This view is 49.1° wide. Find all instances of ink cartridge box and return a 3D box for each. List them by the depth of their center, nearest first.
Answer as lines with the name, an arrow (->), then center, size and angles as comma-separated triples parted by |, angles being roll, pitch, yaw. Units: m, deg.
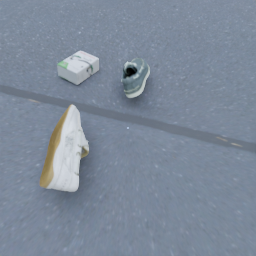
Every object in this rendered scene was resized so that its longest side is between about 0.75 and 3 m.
ink cartridge box -> -1.863, -2.313, 10.627 | 0.965, 0.557, 1.321 | 27, 49, 20

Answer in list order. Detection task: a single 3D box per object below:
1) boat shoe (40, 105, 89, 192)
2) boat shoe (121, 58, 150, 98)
boat shoe -> -1.538, 0.512, 7.431 | 0.980, 1.001, 2.827 | 26, 38, -21
boat shoe -> 0.220, -1.970, 9.768 | 0.841, 0.713, 2.309 | -15, 37, 22
